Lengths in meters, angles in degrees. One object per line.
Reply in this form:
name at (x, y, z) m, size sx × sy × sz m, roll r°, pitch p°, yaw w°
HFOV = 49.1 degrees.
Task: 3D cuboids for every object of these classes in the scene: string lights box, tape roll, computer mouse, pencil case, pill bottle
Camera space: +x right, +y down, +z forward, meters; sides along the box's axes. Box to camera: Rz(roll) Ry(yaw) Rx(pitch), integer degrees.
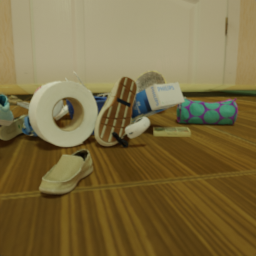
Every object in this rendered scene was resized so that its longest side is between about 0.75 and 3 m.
string lights box at (0.546, -0.849, 10.664) m, size 1.431 × 0.821 × 2.785 m, roll -14°, pitch -5°, yaw -44°
tape roll at (-1.899, -0.414, 8.340) m, size 1.945 × 1.945 × 0.680 m, roll -9°, pitch 11°, yaw -36°
computer mouse at (0.134, 0.090, 8.118) m, size 1.134 × 0.622 × 0.249 m, roll -35°, pitch 18°, yaw 5°
pencil case at (3.290, -0.715, 11.843) m, size 2.408 × 1.113 × 1.025 m, roll 3°, pitch -1°, yaw 7°
pill bottle at (-3.210, -1.110, 11.157) m, size 1.105 × 1.105 × 1.950 m, roll -3°, pitch 16°, yaw -16°

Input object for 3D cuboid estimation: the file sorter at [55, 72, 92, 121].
file sorter at (-2.936, -1.546, 13.207) m, size 2.028 × 1.263 × 1.407 m, roll -38°, pitch 17°, yaw -3°

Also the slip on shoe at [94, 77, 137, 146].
slip on shoe at (-0.444, -0.494, 9.118) m, size 1.041 × 2.739 × 0.830 m, roll 27°, pitch -36°, yaw -17°

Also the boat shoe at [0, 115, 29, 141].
boat shoe at (-3.914, -0.101, 9.858) m, size 0.673 × 0.715 × 1.992 m, roll 7°, pitch 16°, yaw 24°

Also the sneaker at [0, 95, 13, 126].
sneaker at (-3.798, -0.563, 8.447) m, size 0.744 × 0.825 × 2.013 m, roll 33°, pitch -1°, yaw -9°

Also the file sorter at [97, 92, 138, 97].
file sorter at (-0.383, -1.084, 12.949) m, size 1.307 × 1.173 × 1.883 m, roll -6°, pitch 7°, yaw 31°

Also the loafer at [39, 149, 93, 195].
loafer at (-1.232, 0.840, 5.670) m, size 0.620 × 0.560 × 1.639 m, roll 3°, pitch 12°, yaw 16°

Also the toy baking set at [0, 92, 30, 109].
toy baking set at (-3.796, -0.838, 9.091) m, size 1.369 × 0.208 × 1.784 m, roll 10°, pitch -10°, yaw 28°

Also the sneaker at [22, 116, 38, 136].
sneaker at (-3.000, -0.121, 9.009) m, size 0.700 × 0.630 × 1.703 m, roll 3°, pitch -23°, yaw -26°

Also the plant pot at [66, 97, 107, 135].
plant pot at (-1.324, -0.473, 10.358) m, size 1.383 × 1.243 × 1.383 m, roll 9°, pitch 14°, yaw 38°

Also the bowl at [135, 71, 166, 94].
bowl at (1.383, -1.853, 15.336) m, size 2.315 × 2.315 × 1.087 m, roll 10°, pitch -1°, yaw 40°

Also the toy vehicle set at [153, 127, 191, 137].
toy vehicle set at (1.544, 0.139, 10.053) m, size 1.280 × 0.170 × 0.795 m, roll 1°, pitch 12°, yaw 3°
